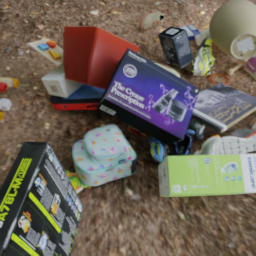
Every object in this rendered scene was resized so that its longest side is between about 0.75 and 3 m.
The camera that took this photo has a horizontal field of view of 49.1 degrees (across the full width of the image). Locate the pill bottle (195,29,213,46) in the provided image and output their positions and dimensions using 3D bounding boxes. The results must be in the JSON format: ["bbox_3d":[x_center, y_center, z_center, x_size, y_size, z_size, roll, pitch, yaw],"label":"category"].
[{"bbox_3d":[3.876,-4.419,13.509,1.205,0.670,0.670,-19,49,6],"label":"pill bottle"}]

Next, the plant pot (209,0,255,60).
[{"bbox_3d":[4.675,-3.925,11.808,2.226,2.226,2.377,5,40,5],"label":"plant pot"}]

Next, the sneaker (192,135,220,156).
[{"bbox_3d":[2.524,0.736,8.694,0.474,1.252,0.576,-20,61,-42],"label":"sneaker"}]

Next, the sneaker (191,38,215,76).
[{"bbox_3d":[3.385,-3.055,12.285,0.822,0.811,2.152,18,64,13],"label":"sneaker"}]

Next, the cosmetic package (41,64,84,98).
[{"bbox_3d":[-2.143,-1.976,10.559,1.060,0.762,1.878,12,46,35],"label":"cosmetic package"}]

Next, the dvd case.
[{"bbox_3d":[3.362,-0.851,10.226,2.656,0.212,1.975,-27,44,-31],"label":"dvd case"}]

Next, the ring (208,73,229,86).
[{"bbox_3d":[3.862,-2.063,11.891,0.877,0.084,0.877,0,48,0],"label":"ring"}]

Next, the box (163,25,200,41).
[{"bbox_3d":[2.719,-4.736,14.153,1.707,0.277,1.034,-13,49,-13],"label":"box"}]

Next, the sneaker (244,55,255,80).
[{"bbox_3d":[5.597,-2.492,11.738,0.570,0.897,1.574,-24,54,-22],"label":"sneaker"}]

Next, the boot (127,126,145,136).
[{"bbox_3d":[0.687,-0.169,9.819,1.326,0.485,0.998,23,70,0],"label":"boot"}]

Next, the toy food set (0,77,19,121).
[{"bbox_3d":[-4.825,-1.213,10.270,0.869,0.922,1.932,8,62,4],"label":"toy food set"}]

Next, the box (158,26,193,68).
[{"bbox_3d":[2.009,-3.410,11.836,0.758,1.417,1.051,-35,37,-12],"label":"box"}]

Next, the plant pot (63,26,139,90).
[{"bbox_3d":[-1.103,-2.272,9.585,1.946,1.715,1.944,9,9,-45],"label":"plant pot"}]

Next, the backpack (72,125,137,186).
[{"bbox_3d":[-0.781,0.834,8.429,1.776,1.361,1.561,-22,48,-12],"label":"backpack"}]

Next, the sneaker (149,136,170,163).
[{"bbox_3d":[1.041,0.629,9.204,0.546,0.639,1.541,-24,29,20],"label":"sneaker"}]

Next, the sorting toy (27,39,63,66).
[{"bbox_3d":[-2.686,-2.972,10.503,1.407,0.280,1.903,32,30,0],"label":"sorting toy"}]

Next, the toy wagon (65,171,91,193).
[{"bbox_3d":[-1.624,1.664,8.464,1.000,0.198,0.776,1,48,1],"label":"toy wagon"}]

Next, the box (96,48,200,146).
[{"bbox_3d":[0.648,-0.904,8.621,2.629,1.037,1.856,27,68,-11],"label":"box"}]

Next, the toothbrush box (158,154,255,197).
[{"bbox_3d":[2.089,1.332,7.597,2.341,1.704,1.008,-1,75,-1],"label":"toothbrush box"}]

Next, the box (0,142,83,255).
[{"bbox_3d":[-1.930,2.287,6.027,0.707,2.974,2.872,2,49,13],"label":"box"}]

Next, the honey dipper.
[{"bbox_3d":[5.243,-2.963,12.506,2.555,0.485,0.485,-36,57,-22],"label":"honey dipper"}]

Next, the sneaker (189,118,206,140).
[{"bbox_3d":[2.439,-0.069,9.879,0.584,0.526,1.354,8,39,15],"label":"sneaker"}]

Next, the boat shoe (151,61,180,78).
[{"bbox_3d":[0.654,-1.959,10.286,2.420,0.894,0.895,21,85,15],"label":"boat shoe"}]

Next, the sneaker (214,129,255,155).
[{"bbox_3d":[3.600,0.467,9.338,2.117,0.816,0.867,-7,22,-6],"label":"sneaker"}]

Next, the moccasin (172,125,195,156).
[{"bbox_3d":[1.868,0.394,9.273,0.782,0.663,1.943,4,46,2],"label":"moccasin"}]

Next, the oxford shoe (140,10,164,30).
[{"bbox_3d":[1.284,-5.653,14.728,0.726,0.683,1.940,26,54,15],"label":"oxford shoe"}]

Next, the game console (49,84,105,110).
[{"bbox_3d":[-1.337,-1.672,10.907,2.994,0.465,2.648,0,46,15],"label":"game console"}]
